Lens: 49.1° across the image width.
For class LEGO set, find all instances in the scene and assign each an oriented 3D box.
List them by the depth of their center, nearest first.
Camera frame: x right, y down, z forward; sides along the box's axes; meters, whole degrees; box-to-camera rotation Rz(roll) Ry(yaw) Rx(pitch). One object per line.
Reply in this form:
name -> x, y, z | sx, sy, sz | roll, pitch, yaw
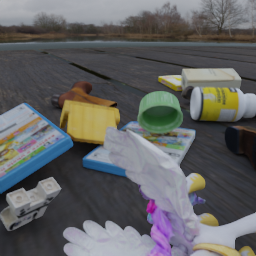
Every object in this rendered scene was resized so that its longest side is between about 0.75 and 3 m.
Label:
LEGO set -> -2.547, 1.276, 3.633 | 1.137, 1.223, 2.980 | 47, 37, 21

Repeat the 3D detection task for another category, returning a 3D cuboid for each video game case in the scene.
video game case -> -2.613, 0.360, 5.868 | 2.040, 0.254, 2.850 | -34, 34, -22
video game case -> 0.418, 0.453, 6.765 | 1.903, 0.237, 2.659 | 8, 22, 22

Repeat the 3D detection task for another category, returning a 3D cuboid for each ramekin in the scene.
ramekin -> 0.771, -0.392, 6.867 | 1.081, 1.081, 0.528 | 0, 52, 1

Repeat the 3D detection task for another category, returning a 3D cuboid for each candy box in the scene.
candy box -> 2.441, -2.241, 13.791 | 1.196, 0.309, 2.339 | -8, 22, -11

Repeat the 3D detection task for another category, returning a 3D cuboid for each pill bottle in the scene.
pill bottle -> 2.948, -0.726, 8.737 | 1.850, 1.036, 1.036 | 2, 21, 1

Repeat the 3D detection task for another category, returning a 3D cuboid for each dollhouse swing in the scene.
dollhouse swing -> -0.996, 0.071, 7.087 | 1.372, 1.247, 1.206 | 8, 59, -18

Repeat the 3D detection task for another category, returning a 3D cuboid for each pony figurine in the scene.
pony figurine -> 0.578, 1.146, 3.278 | 2.189, 1.888, 2.267 | 26, 17, 32

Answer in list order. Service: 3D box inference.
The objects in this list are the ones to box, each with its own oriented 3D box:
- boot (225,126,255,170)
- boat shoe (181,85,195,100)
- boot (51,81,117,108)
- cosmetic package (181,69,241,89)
boot -> 3.126, 0.401, 6.018 | 1.107, 0.854, 2.285 | -7, 19, -8
boat shoe -> 2.539, -1.284, 10.572 | 0.530, 0.538, 1.445 | 26, 19, 37
boot -> -1.361, -1.142, 10.293 | 2.185, 0.748, 2.057 | 13, 24, 29
cosmetic package -> 3.495, -1.962, 12.020 | 2.241, 0.819, 1.160 | -2, 37, -2
